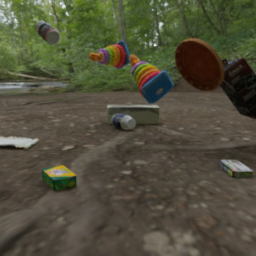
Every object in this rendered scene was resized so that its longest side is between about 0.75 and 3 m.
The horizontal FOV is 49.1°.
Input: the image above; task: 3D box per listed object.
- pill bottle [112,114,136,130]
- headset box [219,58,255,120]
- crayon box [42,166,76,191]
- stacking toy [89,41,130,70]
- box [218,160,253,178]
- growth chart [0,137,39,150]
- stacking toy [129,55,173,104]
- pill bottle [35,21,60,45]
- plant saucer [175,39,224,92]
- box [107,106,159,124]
[{"bbox_3d":[-0.200,-0.276,13.404,0.680,0.680,1.225,-7,13,-35],"label":"pill bottle"},{"bbox_3d":[3.739,-1.395,9.369,0.812,2.101,1.564,-36,5,7],"label":"headset box"},{"bbox_3d":[-1.605,1.141,6.473,0.531,0.261,0.894,-6,12,-33],"label":"crayon box"},{"bbox_3d":[-1.110,-3.661,14.400,2.258,1.311,1.239,-19,1,-44],"label":"stacking toy"},{"bbox_3d":[2.768,1.048,7.291,0.525,0.166,0.954,0,10,-2],"label":"box"},{"bbox_3d":[-4.390,0.527,10.232,2.123,0.188,1.537,1,9,5],"label":"growth chart"},{"bbox_3d":[0.637,-2.183,11.225,2.296,1.260,1.332,55,7,30],"label":"stacking toy"},{"bbox_3d":[-2.651,-3.122,9.153,0.499,0.499,0.862,-10,45,-46],"label":"pill bottle"},{"bbox_3d":[2.261,-1.993,8.889,0.293,1.818,1.818,-39,27,-22],"label":"plant saucer"},{"bbox_3d":[0.248,-0.721,15.154,2.769,0.947,1.138,-1,10,-7],"label":"box"}]
